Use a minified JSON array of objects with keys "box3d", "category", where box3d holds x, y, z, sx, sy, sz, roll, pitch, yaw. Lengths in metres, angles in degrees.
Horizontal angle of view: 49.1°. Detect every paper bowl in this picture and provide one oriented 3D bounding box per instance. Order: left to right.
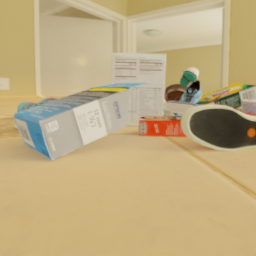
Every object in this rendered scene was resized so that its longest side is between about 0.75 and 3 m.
[{"box3d":[5.231,-0.530,10.452,1.912,0.994,1.912,1,8,0],"category":"paper bowl"}]

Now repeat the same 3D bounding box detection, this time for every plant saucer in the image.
[{"box3d":[3.161,-1.770,17.094,2.142,2.142,0.344,4,52,26],"category":"plant saucer"}]

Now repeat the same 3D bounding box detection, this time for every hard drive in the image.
[{"box3d":[3.043,-0.433,9.810,2.924,0.371,1.929,11,4,-20],"category":"hard drive"}]

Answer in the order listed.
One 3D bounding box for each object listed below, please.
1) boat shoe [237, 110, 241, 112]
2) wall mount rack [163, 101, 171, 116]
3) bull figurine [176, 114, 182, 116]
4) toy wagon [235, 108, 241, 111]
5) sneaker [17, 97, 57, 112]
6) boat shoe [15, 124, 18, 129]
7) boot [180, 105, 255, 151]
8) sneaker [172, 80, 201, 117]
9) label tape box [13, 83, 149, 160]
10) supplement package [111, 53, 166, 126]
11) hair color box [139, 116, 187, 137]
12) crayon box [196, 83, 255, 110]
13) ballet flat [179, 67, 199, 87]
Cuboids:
[{"box3d":[4.961,-0.619,12.602,1.320,0.414,0.484,-11,-1,-31],"category":"boat shoe"},{"box3d":[1.510,-0.730,12.552,0.391,1.048,0.911,-38,28,-27],"category":"wall mount rack"},{"box3d":[2.353,-0.337,11.133,0.730,0.392,1.203,3,9,-15],"category":"bull figurine"},{"box3d":[5.494,-0.863,14.548,2.288,0.453,1.775,1,8,20],"category":"toy wagon"},{"box3d":[-3.908,-0.791,13.283,1.159,0.962,2.425,20,27,36],"category":"sneaker"},{"box3d":[-3.554,-0.173,9.849,1.340,0.475,0.483,8,12,43],"category":"boat shoe"},{"box3d":[2.429,-0.066,7.533,2.875,1.041,2.074,6,6,-17],"category":"boot"},{"box3d":[2.672,-1.315,12.643,0.927,1.063,2.364,19,54,19],"category":"sneaker"},{"box3d":[-1.111,-0.350,7.140,2.919,0.965,2.091,-23,19,-31],"category":"label tape box"},{"box3d":[0.439,-1.536,11.293,2.014,2.673,2.029,2,9,5],"category":"supplement package"},{"box3d":[1.240,-0.059,8.852,1.757,0.538,0.892,0,10,6],"category":"hair color box"},{"box3d":[4.547,-1.373,13.775,2.730,0.796,2.356,-19,12,2],"category":"crayon box"},{"box3d":[2.863,-2.422,12.858,0.706,0.706,2.034,0,-5,-3],"category":"ballet flat"}]
